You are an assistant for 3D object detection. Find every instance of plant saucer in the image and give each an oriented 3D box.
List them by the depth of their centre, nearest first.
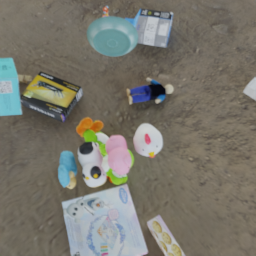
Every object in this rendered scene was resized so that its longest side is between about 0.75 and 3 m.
[{"bbox_3d":[-0.560,-3.085,9.872,1.828,1.828,0.329,2,63,1],"label":"plant saucer"}]

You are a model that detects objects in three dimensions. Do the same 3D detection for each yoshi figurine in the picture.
[{"bbox_3d":[-0.647,0.685,9.711,1.430,1.425,2.545,-26,66,-22],"label":"yoshi figurine"}]

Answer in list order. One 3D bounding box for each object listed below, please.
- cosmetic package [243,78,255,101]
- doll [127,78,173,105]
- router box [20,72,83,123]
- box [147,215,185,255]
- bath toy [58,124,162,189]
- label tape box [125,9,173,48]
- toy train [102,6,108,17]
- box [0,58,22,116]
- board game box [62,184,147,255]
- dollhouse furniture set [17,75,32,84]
[{"bbox_3d":[5.493,-1.406,11.417,1.324,0.490,0.673,39,67,19],"label":"cosmetic package"},{"bbox_3d":[0.925,-1.500,11.483,1.907,0.462,1.301,-10,61,-5],"label":"doll"},{"bbox_3d":[-3.095,-1.278,11.306,1.999,0.522,1.571,21,62,12],"label":"router box"},{"bbox_3d":[1.360,3.763,8.390,0.482,0.450,2.326,-26,63,-15],"label":"box"},{"bbox_3d":[-0.437,0.805,7.841,2.985,1.103,1.298,-20,89,2],"label":"bath toy"},{"bbox_3d":[0.823,-4.789,13.255,2.327,0.737,1.678,10,60,6],"label":"label tape box"},{"bbox_3d":[-1.076,-4.662,11.831,0.247,0.667,0.888,23,94,7],"label":"toy train"},{"bbox_3d":[-3.588,-1.280,8.198,0.619,1.036,2.518,-7,26,-23],"label":"box"},{"bbox_3d":[-0.773,3.117,8.754,2.183,0.476,2.194,-14,61,-8],"label":"board game box"},{"bbox_3d":[-4.455,-1.834,11.804,0.813,0.452,0.719,10,85,5],"label":"dollhouse furniture set"}]
